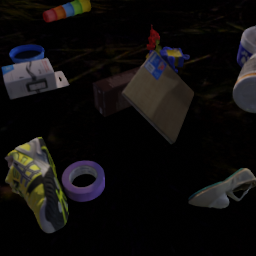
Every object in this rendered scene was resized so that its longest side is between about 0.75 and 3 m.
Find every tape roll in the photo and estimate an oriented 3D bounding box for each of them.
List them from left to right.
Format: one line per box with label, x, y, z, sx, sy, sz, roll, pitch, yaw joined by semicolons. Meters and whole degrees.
tape roll;-1.030;1.220;6.517;0.963;0.316;0.963;0;41;0

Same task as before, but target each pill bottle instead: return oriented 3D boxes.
pill bottle;4.179;-1.535;8.917;1.261;1.261;2.166;19;45;20

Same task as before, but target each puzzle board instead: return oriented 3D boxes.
puzzle board;0.985;-0.992;8.274;1.953;0.225;2.591;43;44;-12

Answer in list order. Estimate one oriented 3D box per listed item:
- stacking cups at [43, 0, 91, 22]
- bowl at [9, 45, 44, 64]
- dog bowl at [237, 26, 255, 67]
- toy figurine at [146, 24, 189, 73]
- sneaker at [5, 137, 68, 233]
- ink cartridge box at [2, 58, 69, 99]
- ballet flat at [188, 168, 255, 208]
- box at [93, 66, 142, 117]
stacking cups;-3.120;-5.991;14.402;2.523;0.763;0.763;-35;52;-29
bowl;-3.908;-2.848;10.875;1.284;0.252;1.284;0;41;0
dog bowl;5.566;-2.883;10.594;2.616;1.030;2.616;0;41;0
toy figurine;1.582;-2.688;10.220;1.519;1.337;2.535;4;38;-7
sneaker;-2.029;1.270;6.096;1.021;1.007;2.671;-22;35;-13
ink cartridge box;-3.166;-1.759;9.601;1.983;0.673;1.150;-17;44;-18
ballet flat;2.148;1.413;6.152;1.755;0.610;0.610;-21;46;-22
box;-0.126;-1.158;8.746;1.847;0.925;0.692;-25;47;-27
